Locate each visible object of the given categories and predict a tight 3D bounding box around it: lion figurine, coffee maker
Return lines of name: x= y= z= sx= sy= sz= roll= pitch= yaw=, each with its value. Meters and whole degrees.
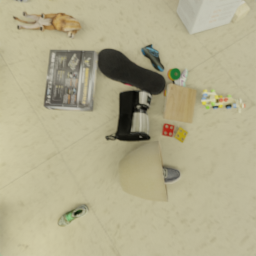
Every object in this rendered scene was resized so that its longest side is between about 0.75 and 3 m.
lion figurine: x=-3.251 y=-4.270 z=11.305 sx=2.561 sy=0.928 sz=1.568 roll=24 pitch=30 yaw=27
coffee maker: x=0.025 y=-0.437 z=10.141 sx=1.638 sy=1.149 sz=1.706 roll=3 pitch=72 yaw=1

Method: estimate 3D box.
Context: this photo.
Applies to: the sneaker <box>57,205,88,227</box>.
sneaker: x=-1.894 y=2.943 z=9.424 sx=1.105 sy=0.490 sz=0.425 roll=-30 pitch=75 yaw=-9

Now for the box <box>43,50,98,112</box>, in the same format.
box: x=-2.153 y=-1.800 z=10.605 sx=1.795 sy=0.548 sz=2.266 roll=3 pitch=83 yaw=6

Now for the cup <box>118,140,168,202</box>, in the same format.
cup: x=0.471 y=1.492 z=9.201 sx=1.424 sy=1.991 sz=1.991 roll=-9 pitch=73 yaw=7

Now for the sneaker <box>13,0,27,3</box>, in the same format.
sneaker: x=-5.228 y=-6.270 z=12.192 sx=2.075 sy=0.838 sz=1.198 roll=13 pitch=69 yaw=-3

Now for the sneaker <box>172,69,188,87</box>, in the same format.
sneaker: x=1.966 y=-1.965 z=11.020 sx=0.659 sy=0.366 sz=0.942 roll=13 pitch=69 yaw=7

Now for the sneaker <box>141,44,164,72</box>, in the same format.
sneaker: x=1.090 y=-2.835 z=11.227 sx=0.546 sy=0.488 sz=1.334 roll=-34 pitch=76 yaw=-10

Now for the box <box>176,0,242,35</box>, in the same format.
box: x=3.252 y=-5.190 z=10.758 sx=1.967 sy=2.583 sz=1.373 roll=-19 pitch=70 yaw=-12

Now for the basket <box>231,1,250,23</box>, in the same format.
basket: x=4.672 y=-4.879 z=11.850 sx=0.773 sy=0.524 sz=0.477 roll=-37 pitch=78 yaw=-11

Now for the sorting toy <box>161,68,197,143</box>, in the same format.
sorting toy: x=1.821 y=-0.794 z=10.354 sx=1.268 sy=0.445 sz=2.631 roll=8 pitch=90 yaw=-27

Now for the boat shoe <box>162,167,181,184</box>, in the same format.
boat shoe: x=1.109 y=1.588 z=9.577 sx=1.556 sy=0.722 sz=0.581 roll=-3 pitch=67 yaw=-6

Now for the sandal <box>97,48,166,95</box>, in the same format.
sandal: x=0.071 y=-2.090 z=10.850 sx=2.957 sy=0.666 sz=1.111 roll=29 pitch=92 yaw=10

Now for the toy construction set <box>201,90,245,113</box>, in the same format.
toy construction set: x=3.477 y=-0.984 z=10.334 sx=1.579 sy=1.035 sz=0.727 roll=14 pitch=77 yaw=13
